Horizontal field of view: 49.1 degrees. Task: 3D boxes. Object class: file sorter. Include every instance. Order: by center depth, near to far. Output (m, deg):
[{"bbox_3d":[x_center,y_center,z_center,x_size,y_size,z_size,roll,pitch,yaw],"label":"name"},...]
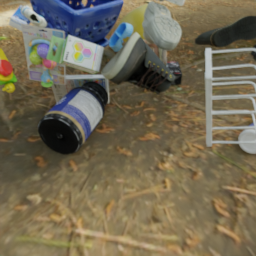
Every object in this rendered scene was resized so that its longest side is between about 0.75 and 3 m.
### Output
[{"bbox_3d":[2.395,-0.711,6.471,1.192,1.915,1.329,-1,41,16],"label":"file sorter"}]

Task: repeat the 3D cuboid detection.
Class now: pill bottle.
[{"bbox_3d":[4.442,0.245,9.603,0.842,0.842,1.456,28,36,31],"label":"pill bottle"},{"bbox_3d":[-1.786,-0.490,10.010,1.583,1.583,2.831,12,39,15],"label":"pill bottle"}]

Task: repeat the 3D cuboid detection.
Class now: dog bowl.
[{"bbox_3d":[-0.375,-4.189,12.844,0.348,1.403,0.782,17,30,-45],"label":"dog bowl"}]

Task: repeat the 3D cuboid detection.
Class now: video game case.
[{"bbox_3d":[-1.909,-1.521,11.393,2.216,1.586,0.200,-1,55,-2],"label":"video game case"}]

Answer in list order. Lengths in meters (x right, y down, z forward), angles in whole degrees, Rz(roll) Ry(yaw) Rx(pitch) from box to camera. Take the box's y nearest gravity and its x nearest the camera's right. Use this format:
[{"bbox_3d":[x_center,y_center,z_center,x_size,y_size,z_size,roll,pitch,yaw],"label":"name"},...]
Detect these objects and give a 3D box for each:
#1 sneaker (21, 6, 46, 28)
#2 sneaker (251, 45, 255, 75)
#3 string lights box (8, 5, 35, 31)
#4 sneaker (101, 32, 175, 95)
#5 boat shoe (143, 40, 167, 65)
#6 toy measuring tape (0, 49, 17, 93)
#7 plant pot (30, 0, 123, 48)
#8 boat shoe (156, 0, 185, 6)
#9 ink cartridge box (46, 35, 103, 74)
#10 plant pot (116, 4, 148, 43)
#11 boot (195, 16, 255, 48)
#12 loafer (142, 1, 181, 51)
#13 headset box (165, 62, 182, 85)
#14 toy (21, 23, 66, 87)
[{"bbox_3d":[-2.378,-2.778,7.244,0.372,0.321,0.857,43,10,19],"label":"sneaker"},{"bbox_3d":[4.822,-2.496,10.136,1.014,1.769,0.676,13,69,6],"label":"sneaker"},{"bbox_3d":[-3.708,-3.835,9.798,0.537,0.308,1.045,24,43,-17],"label":"string lights box"},{"bbox_3d":[0.421,-1.348,6.600,1.515,1.067,2.853,42,24,-8],"label":"sneaker"},{"bbox_3d":[0.680,-2.976,10.862,1.044,1.101,2.908,-9,18,-5],"label":"boat shoe"},{"bbox_3d":[-4.251,-2.170,8.557,0.907,2.466,0.907,-22,18,7],"label":"toy measuring tape"},{"bbox_3d":[-2.066,-4.219,10.864,2.550,2.292,2.549,40,51,17],"label":"plant pot"},{"bbox_3d":[1.078,-4.546,9.397,0.700,0.622,1.903,-32,51,-30],"label":"boat shoe"},{"bbox_3d":[-1.479,-2.101,7.910,1.441,0.748,0.427,14,-8,-23],"label":"ink cartridge box"},{"bbox_3d":[0.958,-5.265,15.720,2.680,2.680,1.902,-24,83,-28],"label":"plant pot"},{"bbox_3d":[3.602,-3.476,10.110,2.107,0.816,1.458,-17,19,-13],"label":"boot"},{"bbox_3d":[0.946,-2.982,8.603,0.974,0.972,2.784,14,37,-13],"label":"loafer"},{"bbox_3d":[1.945,-2.736,13.762,1.165,0.605,1.566,0,36,0],"label":"headset box"},{"bbox_3d":[-2.840,-2.251,9.469,1.350,2.345,0.554,9,55,-5],"label":"toy"}]
